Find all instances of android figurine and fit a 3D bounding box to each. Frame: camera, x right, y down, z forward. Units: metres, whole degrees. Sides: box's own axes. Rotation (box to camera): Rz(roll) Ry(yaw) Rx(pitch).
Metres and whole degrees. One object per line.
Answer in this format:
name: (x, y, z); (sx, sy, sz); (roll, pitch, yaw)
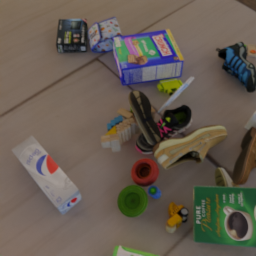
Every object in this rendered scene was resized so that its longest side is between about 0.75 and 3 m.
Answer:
android figurine: (1.787, -1.835, 11.976); (1.089, 0.246, 1.196); (-14, 47, -10)

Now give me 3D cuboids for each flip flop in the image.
flip flop: (0.516, -0.349, 10.160); (0.883, 0.627, 2.177); (-17, 81, -39)

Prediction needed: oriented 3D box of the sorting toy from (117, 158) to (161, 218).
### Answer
sorting toy: (0.531, 2.095, 9.522); (1.241, 0.848, 2.066); (15, 72, 26)

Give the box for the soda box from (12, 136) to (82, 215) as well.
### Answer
soda box: (-2.798, 1.584, 9.633); (0.877, 0.944, 2.766); (-38, 66, -20)

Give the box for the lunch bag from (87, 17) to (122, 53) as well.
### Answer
lunch bag: (-1.105, -4.297, 13.135); (1.572, 0.973, 1.336); (-17, 60, 5)

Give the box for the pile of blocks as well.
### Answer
pile of blocks: (-0.080, -0.032, 10.723); (1.124, 0.851, 2.737); (33, 56, 31)

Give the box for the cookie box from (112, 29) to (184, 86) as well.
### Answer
cookie box: (0.811, -3.122, 12.262); (2.652, 0.997, 2.269); (-10, 53, -6)

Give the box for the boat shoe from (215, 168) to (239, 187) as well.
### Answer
boat shoe: (3.491, 2.128, 9.554); (0.568, 0.621, 1.662); (-8, 64, -15)

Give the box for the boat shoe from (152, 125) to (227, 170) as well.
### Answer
boat shoe: (2.376, 0.795, 9.966); (2.909, 1.043, 1.108); (-19, 51, -11)

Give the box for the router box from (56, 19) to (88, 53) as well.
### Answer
router box: (-2.663, -4.415, 13.399); (1.367, 0.567, 1.824); (-3, 59, -2)

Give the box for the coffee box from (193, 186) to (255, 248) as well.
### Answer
coffee box: (3.453, 2.706, 8.576); (2.861, 0.629, 1.759); (-3, 70, 16)

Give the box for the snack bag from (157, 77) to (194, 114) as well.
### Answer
snack bag: (1.850, -1.261, 10.820); (0.161, 1.422, 1.508); (44, 42, 4)

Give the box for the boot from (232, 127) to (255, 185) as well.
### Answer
boot: (4.412, 1.062, 9.783); (1.016, 0.991, 2.692); (33, 51, 9)

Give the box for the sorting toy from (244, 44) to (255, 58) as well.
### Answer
sorting toy: (5.858, -3.662, 13.195); (1.043, 0.153, 0.771); (10, 60, 5)

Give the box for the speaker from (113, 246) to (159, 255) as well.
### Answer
speaker: (0.281, 3.990, 8.354); (1.494, 0.661, 0.661); (11, 60, 7)

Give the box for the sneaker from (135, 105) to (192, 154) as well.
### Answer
sneaker: (1.372, -0.045, 10.459); (2.672, 1.169, 0.986); (-31, 64, -17)

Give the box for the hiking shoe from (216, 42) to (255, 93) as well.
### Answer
hiking shoe: (4.727, -2.521, 12.180); (1.178, 1.011, 2.718); (-13, 53, 10)

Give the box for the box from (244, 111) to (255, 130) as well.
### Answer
box: (5.464, -0.030, 10.533); (1.649, 1.026, 0.804); (40, 67, 21)

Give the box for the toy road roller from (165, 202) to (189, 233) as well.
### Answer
toy road roller: (1.476, 2.867, 9.112); (0.936, 0.575, 0.683); (-33, 52, -23)
